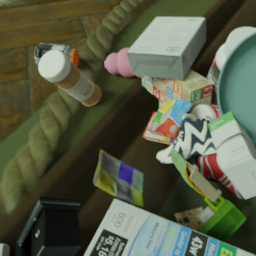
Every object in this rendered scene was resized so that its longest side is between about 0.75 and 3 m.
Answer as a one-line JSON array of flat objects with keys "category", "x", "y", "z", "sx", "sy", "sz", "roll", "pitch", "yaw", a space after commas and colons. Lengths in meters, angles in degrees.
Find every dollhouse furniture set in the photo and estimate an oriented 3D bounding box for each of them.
[{"category": "dollhouse furniture set", "x": 1.468, "y": 1.550, "z": 6.284, "sx": 0.964, "sy": 1.920, "sz": 1.258, "roll": -45, "pitch": 19, "yaw": 0}]

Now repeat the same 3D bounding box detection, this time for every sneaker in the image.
[{"category": "sneaker", "x": 1.461, "y": 0.209, "z": 7.292, "sx": 1.817, "sy": 1.183, "sz": 0.725, "roll": -18, "pitch": -6, "yaw": 38}, {"category": "sneaker", "x": 2.388, "y": 1.244, "z": 7.256, "sx": 0.909, "sy": 1.616, "sz": 0.575, "roll": -12, "pitch": 35, "yaw": 42}]

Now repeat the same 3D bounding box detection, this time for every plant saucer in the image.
[{"category": "plant saucer", "x": 3.473, "y": -0.939, "z": 6.806, "sx": 2.879, "sy": 2.879, "sz": 0.518, "roll": -3, "pitch": 11, "yaw": -3}]

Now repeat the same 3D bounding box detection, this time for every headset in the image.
[{"category": "headset", "x": 2.562, "y": 1.031, "z": 7.640, "sx": 1.609, "sy": 0.756, "sz": 0.994, "roll": 19, "pitch": 77, "yaw": -15}]

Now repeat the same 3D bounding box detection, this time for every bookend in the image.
[{"category": "bookend", "x": -1.557, "y": 2.638, "z": 5.377, "sx": 0.855, "sy": 1.844, "sz": 1.856, "roll": 12, "pitch": 40, "yaw": -28}]

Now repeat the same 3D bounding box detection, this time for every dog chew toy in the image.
[{"category": "dog chew toy", "x": 0.116, "y": -2.559, "z": 11.014, "sx": 2.102, "sy": 1.309, "sz": 1.309, "roll": -3, "pitch": 45, "yaw": 7}]

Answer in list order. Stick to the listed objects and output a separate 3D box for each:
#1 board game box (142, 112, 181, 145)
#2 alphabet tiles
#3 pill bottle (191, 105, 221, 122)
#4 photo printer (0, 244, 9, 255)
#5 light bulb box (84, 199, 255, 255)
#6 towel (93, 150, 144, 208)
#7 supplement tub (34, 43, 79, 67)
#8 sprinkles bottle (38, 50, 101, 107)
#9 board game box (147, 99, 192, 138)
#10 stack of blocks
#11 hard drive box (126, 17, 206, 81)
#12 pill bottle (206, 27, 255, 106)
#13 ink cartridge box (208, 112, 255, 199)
[{"category": "board game box", "x": 1.104, "y": 0.015, "z": 8.509, "sx": 1.183, "sy": 0.274, "sz": 0.896, "roll": 9, "pitch": 69, "yaw": 46}, {"category": "alphabet tiles", "x": 1.722, "y": 2.391, "z": 6.985, "sx": 0.922, "sy": 0.035, "sz": 0.770, "roll": -11, "pitch": 46, "yaw": -9}, {"category": "pill bottle", "x": 2.839, "y": -0.100, "z": 8.160, "sx": 1.945, "sy": 1.077, "sz": 1.077, "roll": 1, "pitch": 43, "yaw": -24}, {"category": "photo printer", "x": -3.193, "y": 3.282, "z": 5.766, "sx": 1.266, "sy": 0.529, "sz": 1.522, "roll": -6, "pitch": 46, "yaw": -6}, {"category": "light bulb box", "x": 0.464, "y": 3.292, "z": 4.874, "sx": 2.872, "sy": 1.792, "sz": 2.847, "roll": 17, "pitch": 48, "yaw": 16}, {"category": "towel", "x": -0.157, "y": 1.077, "z": 5.942, "sx": 1.283, "sy": 0.146, "sz": 0.921, "roll": 34, "pitch": 37, "yaw": -21}, {"category": "supplement tub", "x": -2.892, "y": -2.899, "z": 11.470, "sx": 1.596, "sy": 0.978, "sz": 0.978, "roll": 8, "pitch": 46, "yaw": 7}, {"category": "sprinkles bottle", "x": -1.752, "y": -1.482, "z": 8.997, "sx": 0.883, "sy": 2.588, "sz": 0.883, "roll": -5, "pitch": 73, "yaw": 18}, {"category": "board game box", "x": 1.119, "y": -0.279, "z": 7.851, "sx": 0.275, "sy": 1.362, "sz": 1.042, "roll": 33, "pitch": 82, "yaw": -16}, {"category": "stack of blocks", "x": 1.488, "y": -1.285, "z": 9.414, "sx": 0.832, "sy": 1.635, "sz": 2.840, "roll": -21, "pitch": 43, "yaw": -19}, {"category": "hard drive box", "x": 1.278, "y": -2.596, "z": 8.885, "sx": 1.766, "sy": 0.870, "sz": 2.265, "roll": 13, "pitch": 52, "yaw": 28}, {"category": "pill bottle", "x": 3.163, "y": -1.691, "z": 8.334, "sx": 1.375, "sy": 2.414, "sz": 1.375, "roll": 0, "pitch": 64, "yaw": 1}, {"category": "ink cartridge box", "x": 2.299, "y": 0.542, "z": 5.841, "sx": 0.624, "sy": 1.083, "sz": 1.484, "roll": -31, "pitch": 27, "yaw": 24}]
